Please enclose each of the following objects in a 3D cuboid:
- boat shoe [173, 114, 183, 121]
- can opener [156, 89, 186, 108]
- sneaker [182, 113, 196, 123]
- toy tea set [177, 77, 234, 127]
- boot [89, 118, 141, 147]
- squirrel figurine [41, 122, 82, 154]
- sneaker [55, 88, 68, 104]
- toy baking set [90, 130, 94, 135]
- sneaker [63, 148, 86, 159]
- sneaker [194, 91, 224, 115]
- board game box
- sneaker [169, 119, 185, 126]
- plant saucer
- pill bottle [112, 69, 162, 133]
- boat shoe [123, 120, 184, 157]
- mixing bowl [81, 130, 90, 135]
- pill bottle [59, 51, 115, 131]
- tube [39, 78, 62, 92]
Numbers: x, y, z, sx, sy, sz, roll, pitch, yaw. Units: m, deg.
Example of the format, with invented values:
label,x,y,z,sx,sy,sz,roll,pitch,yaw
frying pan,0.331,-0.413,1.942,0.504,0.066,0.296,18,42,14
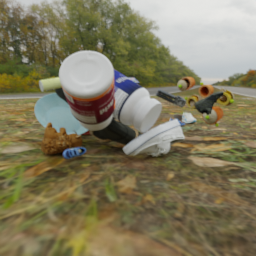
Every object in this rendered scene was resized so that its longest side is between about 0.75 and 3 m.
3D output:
label,x,y,z,sx,sy,sz,roll,pitch,yaw
boat shoe,3.530,-0.665,18.295,1.142,0.432,0.410,13,9,17
can opener,1.926,-1.346,12.528,1.407,0.375,0.470,24,27,-3
sneaker,3.731,-0.601,17.285,0.542,0.572,1.416,-1,10,-17
toy tea set,3.366,-1.303,13.038,1.050,1.687,2.837,-20,42,-42
boot,-0.997,-0.159,10.616,2.731,1.058,1.889,9,-17,42
squirrel figurine,-2.321,0.529,9.916,1.324,1.004,1.418,10,20,-7
sneaker,-2.043,-1.166,10.537,1.796,0.687,1.029,44,5,23
toy baking set,-1.304,-0.909,10.249,0.301,1.989,2.591,-3,-31,-1
sneaker,-1.731,0.792,9.049,0.349,0.314,0.848,-22,-6,39
sneaker,3.366,-0.951,11.290,1.237,0.709,0.473,-29,-22,9
board game box,-0.663,-1.209,10.489,1.665,1.666,0.514,10,26,-30
sneaker,2.777,-0.304,15.969,1.002,0.412,0.370,8,10,35
plant saucer,-2.586,-0.454,11.340,2.377,0.458,2.377,15,43,-14
pill bottle,-0.143,-0.901,8.962,2.280,1.320,1.320,36,24,21
boat shoe,1.026,0.478,9.375,2.808,0.918,1.033,-23,-11,-41
mixing bowl,-2.031,-0.539,13.649,2.630,1.424,2.630,-2,19,1
pill bottle,-0.940,-0.808,7.133,1.229,1.229,2.152,0,-24,-1
tube,-2.217,-1.556,9.456,1.515,0.440,0.393,-18,-18,-31
